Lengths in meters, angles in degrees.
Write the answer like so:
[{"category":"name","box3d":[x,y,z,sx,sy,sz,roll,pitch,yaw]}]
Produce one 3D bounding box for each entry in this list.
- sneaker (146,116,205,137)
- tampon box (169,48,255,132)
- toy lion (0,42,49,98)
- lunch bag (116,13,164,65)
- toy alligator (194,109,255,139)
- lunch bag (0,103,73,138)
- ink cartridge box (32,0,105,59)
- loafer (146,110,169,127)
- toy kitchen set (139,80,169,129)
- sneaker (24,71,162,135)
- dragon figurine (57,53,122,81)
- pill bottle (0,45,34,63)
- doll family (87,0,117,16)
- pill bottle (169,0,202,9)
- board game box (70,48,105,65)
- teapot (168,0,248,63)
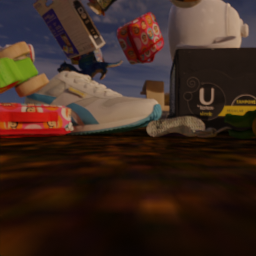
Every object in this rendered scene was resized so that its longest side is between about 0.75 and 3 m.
[{"category":"sneaker","box3d":[0.669,-0.018,4.005,0.803,0.279,0.399,0,0,5]},{"category":"tampon box","box3d":[1.911,-0.711,6.345,1.885,1.588,2.515,0,1,6]},{"category":"toy lion","box3d":[-1.985,-0.335,3.300,1.934,0.664,1.853,-20,17,23]},{"category":"lunch bag","box3d":[0.582,-3.506,11.425,0.858,1.844,2.094,-2,33,41]},{"category":"toy alligator","box3d":[1.550,-0.075,3.143,1.716,0.412,0.569,1,0,35]},{"category":"lunch bag","box3d":[-1.370,-0.118,3.772,1.173,0.481,1.033,0,1,-31]},{"category":"ink cartridge box","box3d":[-1.443,-2.489,6.668,0.344,1.584,1.569,-45,28,-25]},{"category":"loafer","box3d":[1.248,-0.279,9.102,1.950,0.682,0.680,1,-7,20]},{"category":"toy kitchen set","box3d":[0.445,-0.818,10.617,2.087,1.702,1.882,0,1,-27]},{"category":"sneaker","box3d":[-0.734,-0.417,4.724,2.646,1.069,1.012,1,0,25]},{"category":"dragon figurine","box3d":[-1.217,-1.978,8.922,2.145,1.067,0.631,-34,4,-10]},{"category":"pill bottle","box3d":[-3.740,-2.444,9.322,1.085,0.628,0.628,-10,5,-25]},{"category":"doll family","box3d":[-0.230,-2.895,5.592,0.964,1.328,2.139,43,17,-8]},{"category":"pill bottle","box3d":[1.149,-3.151,5.128,1.214,1.214,2.223,0,-5,7]},{"category":"board game box","box3d":[-1.545,-2.891,9.854,1.311,1.310,0.404,11,33,32]},{"category":"teapot","box3d":[2.664,-2.909,8.994,2.187,2.994,2.955,-1,-19,27]}]
